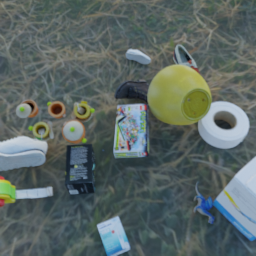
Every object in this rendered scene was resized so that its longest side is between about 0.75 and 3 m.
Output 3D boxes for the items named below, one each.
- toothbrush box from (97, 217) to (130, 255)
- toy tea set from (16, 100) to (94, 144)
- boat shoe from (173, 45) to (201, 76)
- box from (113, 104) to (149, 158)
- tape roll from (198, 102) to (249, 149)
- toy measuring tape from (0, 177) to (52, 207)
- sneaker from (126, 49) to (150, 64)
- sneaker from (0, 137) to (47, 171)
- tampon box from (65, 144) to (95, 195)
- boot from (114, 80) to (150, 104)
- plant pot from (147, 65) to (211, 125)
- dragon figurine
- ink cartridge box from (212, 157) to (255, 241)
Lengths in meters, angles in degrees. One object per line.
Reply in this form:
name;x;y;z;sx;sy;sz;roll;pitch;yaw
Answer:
toothbrush box;-0.470;3.505;8.982;0.754;0.439;1.030;-18;58;-12
toy tea set;-2.561;-0.297;9.658;2.687;0.994;1.598;4;76;-1
boat shoe;2.753;-2.920;12.975;0.781;0.686;2.193;-18;60;-13
box;0.144;0.064;10.363;1.218;0.384;2.214;-3;51;7
tape roll;3.790;-0.125;11.190;1.878;0.657;1.878;0;57;0
toy measuring tape;-3.702;2.036;8.983;2.747;1.010;1.010;4;53;-31
sneaker;0.535;-3.478;13.485;1.272;0.486;0.512;24;51;13
sneaker;-4.384;0.881;10.469;2.650;1.012;1.067;-1;48;-8
tampon box;-1.669;1.461;9.898;0.925;1.098;1.465;-3;57;-3
boot;0.709;-1.256;11.516;2.131;0.738;1.855;-23;52;-38
plant pot;2.097;-1.032;10.307;2.341;2.341;1.662;-18;24;-11
dragon figurine;2.627;2.585;9.590;0.696;0.412;1.399;5;58;3
ink cartridge box;4.102;2.093;8.744;1.730;2.350;1.700;-35;64;-20
